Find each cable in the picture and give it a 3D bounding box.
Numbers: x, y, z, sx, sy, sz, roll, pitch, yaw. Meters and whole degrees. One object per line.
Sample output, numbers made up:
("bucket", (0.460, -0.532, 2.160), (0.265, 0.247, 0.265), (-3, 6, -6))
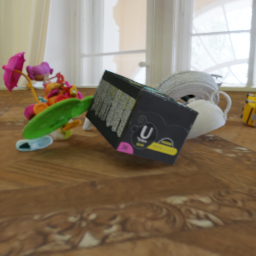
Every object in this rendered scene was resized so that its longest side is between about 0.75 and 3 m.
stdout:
("cable", (2.621, -1.338, 12.748), (2.910, 2.911, 1.008), (8, 51, -19))

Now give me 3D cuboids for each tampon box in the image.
("tampon box", (0.248, -0.370, 7.846), (1.910, 1.609, 2.549), (17, 13, -30))

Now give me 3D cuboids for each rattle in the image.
("rattle", (-2.562, -0.650, 10.090), (1.283, 1.971, 1.408), (-9, -19, -23))

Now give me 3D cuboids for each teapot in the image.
("teapot", (2.574, -0.462, 10.157), (1.771, 1.294, 1.748), (-22, -2, -15))

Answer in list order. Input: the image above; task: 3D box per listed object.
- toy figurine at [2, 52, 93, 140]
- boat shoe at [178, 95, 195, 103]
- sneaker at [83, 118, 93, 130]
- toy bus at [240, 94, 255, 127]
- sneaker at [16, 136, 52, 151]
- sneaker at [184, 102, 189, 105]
("toy figurine", (-2.650, -1.298, 8.662), (2.630, 2.421, 1.974), (-29, -10, -37))
("boat shoe", (3.371, -1.539, 14.154), (2.424, 0.871, 0.820), (18, -17, -39))
("sneaker", (-1.647, -0.249, 11.662), (0.364, 0.383, 0.952), (-11, -26, -41))
("toy bus", (6.077, -0.888, 13.406), (1.073, 0.892, 2.741), (18, 24, 19))
("sneaker", (-2.971, 0.548, 8.899), (1.128, 0.417, 0.462), (-13, 20, -14))
("sneaker", (2.578, -0.971, 12.527), (0.838, 0.345, 0.310), (-13, 51, 8))
